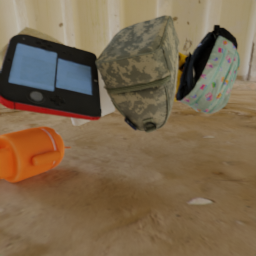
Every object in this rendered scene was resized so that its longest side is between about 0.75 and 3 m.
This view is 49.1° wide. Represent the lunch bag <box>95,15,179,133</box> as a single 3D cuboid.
[{"bbox_3d":[0.539,-1.537,8.132,1.969,2.370,2.826,-10,35,23],"label":"lunch bag"}]

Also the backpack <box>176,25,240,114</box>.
[{"bbox_3d":[2.858,-1.906,10.062,1.728,2.729,2.278,25,-22,-3],"label":"backpack"}]

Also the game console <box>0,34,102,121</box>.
[{"bbox_3d":[-1.887,-1.359,7.102,2.395,0.420,2.708,7,46,-17],"label":"game console"}]

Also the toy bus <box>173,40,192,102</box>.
[{"bbox_3d":[2.246,-2.241,12.206,2.171,2.301,1.189,-31,57,-15],"label":"toy bus"}]

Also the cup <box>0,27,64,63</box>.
[{"bbox_3d":[-2.997,-2.148,8.810,2.275,1.627,2.275,-31,30,21],"label":"cup"}]

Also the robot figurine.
[{"bbox_3d":[-2.994,0.731,8.446,1.782,1.444,2.477,-37,-13,36],"label":"robot figurine"}]

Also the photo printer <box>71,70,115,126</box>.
[{"bbox_3d":[-1.570,-1.410,10.702,1.842,2.214,0.769,-23,20,-30],"label":"photo printer"}]
